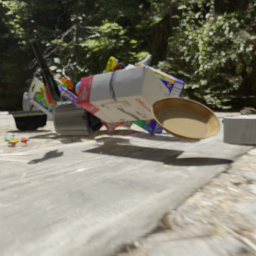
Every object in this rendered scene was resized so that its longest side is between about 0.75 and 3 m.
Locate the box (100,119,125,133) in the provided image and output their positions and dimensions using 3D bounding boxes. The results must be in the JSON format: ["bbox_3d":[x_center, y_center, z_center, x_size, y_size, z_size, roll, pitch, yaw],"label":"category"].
[{"bbox_3d":[-0.802,-0.662,11.001,0.758,0.726,1.521,-29,46,0],"label":"box"}]

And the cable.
[{"bbox_3d":[-2.420,-1.444,7.971,0.526,2.088,1.014,-25,21,-6],"label":"cable"}]

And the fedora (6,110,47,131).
[{"bbox_3d":[-4.806,-0.381,13.786,2.148,0.981,2.148,-5,5,0],"label":"fedora"}]

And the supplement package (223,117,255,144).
[{"bbox_3d":[3.821,0.062,9.446,1.116,0.847,0.840,2,5,24],"label":"supplement package"}]

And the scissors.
[{"bbox_3d":[-4.046,-1.608,12.764,0.812,2.221,0.155,39,-16,3],"label":"scissors"}]

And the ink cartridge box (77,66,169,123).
[{"bbox_3d":[-0.133,-0.931,8.543,2.282,0.945,1.672,-4,-22,32],"label":"ink cartridge box"}]

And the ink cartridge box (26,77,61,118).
[{"bbox_3d":[-3.721,-1.307,12.285,0.375,0.957,2.021,3,-23,24],"label":"ink cartridge box"}]

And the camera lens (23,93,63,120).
[{"bbox_3d":[-6.759,-1.780,22.496,2.846,2.276,2.276,-1,5,-8],"label":"camera lens"}]

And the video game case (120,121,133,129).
[{"bbox_3d":[-0.502,-0.885,13.498,2.112,0.275,2.320,11,-39,-15],"label":"video game case"}]

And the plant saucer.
[{"bbox_3d":[1.383,-0.182,6.908,1.719,0.304,1.719,8,37,-6],"label":"plant saucer"}]

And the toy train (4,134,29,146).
[{"bbox_3d":[-3.497,0.407,8.787,0.777,0.216,0.584,13,23,31],"label":"toy train"}]

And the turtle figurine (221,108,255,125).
[{"bbox_3d":[5.787,-0.395,13.644,2.374,1.195,1.777,-10,10,-34],"label":"turtle figurine"}]

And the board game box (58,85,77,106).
[{"bbox_3d":[-2.311,-1.255,10.775,0.780,0.260,1.161,36,0,-25],"label":"board game box"}]

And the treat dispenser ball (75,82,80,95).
[{"bbox_3d":[-1.905,-1.662,12.199,0.764,0.764,0.764,0,5,0],"label":"treat dispenser ball"}]

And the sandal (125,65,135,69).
[{"bbox_3d":[0.374,-2.518,13.092,1.150,0.860,3.001,41,45,8],"label":"sandal"}]

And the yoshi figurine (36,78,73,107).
[{"bbox_3d":[-3.064,-1.415,11.719,1.552,0.869,0.872,-37,-12,-24],"label":"yoshi figurine"}]

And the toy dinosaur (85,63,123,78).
[{"bbox_3d":[-1.009,-1.806,10.643,0.979,1.916,1.300,28,23,0],"label":"toy dinosaur"}]

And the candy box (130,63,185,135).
[{"bbox_3d":[0.892,-1.199,11.584,1.994,2.358,0.908,32,16,32],"label":"candy box"}]

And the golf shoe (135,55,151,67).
[{"bbox_3d":[0.617,-2.919,12.978,0.600,1.235,0.483,30,-5,10],"label":"golf shoe"}]

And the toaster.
[{"bbox_3d":[-2.095,-0.450,11.931,1.662,1.462,2.573,-4,12,12],"label":"toaster"}]

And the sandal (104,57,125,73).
[{"bbox_3d":[-0.647,-2.195,11.588,0.724,0.661,1.663,2,-26,-28],"label":"sandal"}]
